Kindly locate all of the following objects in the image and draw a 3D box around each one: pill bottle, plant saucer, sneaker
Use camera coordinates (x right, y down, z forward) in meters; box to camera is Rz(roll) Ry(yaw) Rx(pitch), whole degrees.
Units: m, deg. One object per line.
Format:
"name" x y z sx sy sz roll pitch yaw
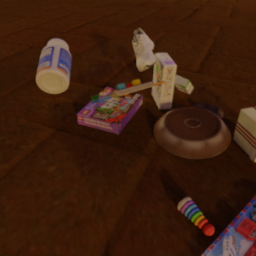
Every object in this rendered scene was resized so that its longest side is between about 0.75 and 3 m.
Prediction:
"pill bottle" -3.196 -2.779 12.281 1.356 1.356 2.420 -2 52 -2
"plant saucer" 3.008 -0.534 10.771 1.262 0.231 1.262 -1 34 0
"plant saucer" 2.187 -0.015 9.601 2.622 0.480 2.622 -2 40 1
"sneaker" 0.480 -2.883 10.389 0.815 0.952 2.186 -27 39 20

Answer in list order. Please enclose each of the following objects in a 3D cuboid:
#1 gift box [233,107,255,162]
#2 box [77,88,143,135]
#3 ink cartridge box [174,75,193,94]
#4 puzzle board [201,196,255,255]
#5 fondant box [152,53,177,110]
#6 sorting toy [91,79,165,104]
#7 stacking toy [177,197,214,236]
"gift box" 4.261 0.117 8.705 1.422 1.541 1.439 -13 37 -9
"box" -0.629 -0.749 10.850 1.667 0.476 2.436 13 36 19
"ink cartridge box" 2.339 -1.818 11.887 0.632 0.364 0.866 29 -1 32
"puzzle board" 3.280 2.678 6.020 2.991 0.260 2.254 -28 43 -34
"fondant box" 1.407 -1.875 11.270 0.547 1.879 1.356 -5 35 -8
"sorting toy" -0.054 -1.352 9.635 2.744 0.374 1.545 -18 7 -22
"stacking toy" 1.651 2.161 6.719 0.427 0.427 1.000 -20 46 -27
